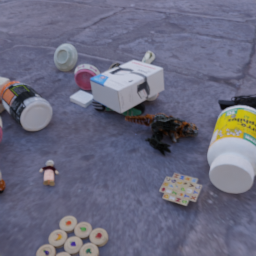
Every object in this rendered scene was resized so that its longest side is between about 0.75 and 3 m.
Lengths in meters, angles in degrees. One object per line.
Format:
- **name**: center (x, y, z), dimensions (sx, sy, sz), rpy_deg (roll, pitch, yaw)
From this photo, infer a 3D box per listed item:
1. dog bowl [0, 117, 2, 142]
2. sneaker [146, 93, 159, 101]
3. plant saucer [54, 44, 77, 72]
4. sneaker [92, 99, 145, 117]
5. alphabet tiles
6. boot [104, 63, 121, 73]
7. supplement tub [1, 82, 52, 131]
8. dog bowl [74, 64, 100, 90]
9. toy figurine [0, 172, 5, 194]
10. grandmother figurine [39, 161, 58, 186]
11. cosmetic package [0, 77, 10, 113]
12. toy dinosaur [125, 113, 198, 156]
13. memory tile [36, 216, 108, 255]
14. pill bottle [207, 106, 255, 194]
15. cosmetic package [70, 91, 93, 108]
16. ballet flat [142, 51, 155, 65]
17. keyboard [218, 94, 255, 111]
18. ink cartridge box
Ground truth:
- **dog bowl**: center (-5.253, 0.232, 9.328), dimensions (2.172, 2.172, 0.801), rpy_deg (-22, 58, -25)
- **sneaker**: center (0.516, -1.547, 12.766), dimensions (1.942, 0.748, 0.795), rpy_deg (12, 9, 24)
- **plant saucer**: center (-3.365, -3.724, 14.727), dimensions (1.457, 1.457, 0.366), rpy_deg (18, 8, 21)
- **sneaker**: center (-0.334, -1.158, 11.994), dimensions (2.352, 0.875, 1.029), rpy_deg (11, 35, 14)
- **alphabet tiles**: center (1.562, 1.826, 8.415), dimensions (1.173, 0.037, 0.976), rpy_deg (9, 49, 34)
- **boot**: center (-0.520, -2.724, 14.152), dimensions (1.121, 0.545, 1.489), rpy_deg (21, 47, 26)
- **supplement tub**: center (-4.160, -0.944, 11.267), dimensions (1.382, 1.382, 2.257), rpy_deg (-27, 46, -30)
- **dog bowl**: center (-1.931, -2.331, 13.117), dimensions (1.287, 1.287, 0.475), rpy_deg (4, 45, 6)
- **toy figurine**: center (-4.938, 1.637, 7.994), dimensions (2.351, 1.636, 2.315), rpy_deg (13, 35, 18)
- **grandmother figurine**: center (-2.604, 1.444, 9.187), dimensions (0.606, 0.303, 0.999), rpy_deg (19, 30, -22)
- **cosmetic package**: center (-6.123, -1.012, 11.528), dimensions (1.377, 1.163, 2.665), rpy_deg (12, 41, 17)
- **toy dinosaur**: center (1.265, 0.027, 10.420), dimensions (2.649, 1.353, 1.798), rpy_deg (-7, 22, 9)
- **memory tile**: center (-1.523, 3.179, 7.095), dimensions (1.466, 0.161, 1.913), rpy_deg (16, 42, 19)
- **pill bottle**: center (3.491, 0.652, 9.071), dimensions (1.622, 1.622, 2.877), rpy_deg (15, 41, 18)
- **cosmetic package**: center (-2.048, -1.311, 12.639), dimensions (0.931, 0.241, 0.702), rpy_deg (25, 44, 28)
- **ballet flat**: center (1.166, -3.981, 15.747), dimensions (0.595, 0.595, 1.659), rpy_deg (10, 39, 12)
- **keyboard**: center (4.812, -0.955, 10.468), dimensions (2.700, 1.406, 0.535), rpy_deg (5, 81, 23)
- **ink cartridge box**: center (-0.008, -1.715, 11.073), dimensions (2.392, 1.001, 1.735), rpy_deg (-31, 40, -31)
